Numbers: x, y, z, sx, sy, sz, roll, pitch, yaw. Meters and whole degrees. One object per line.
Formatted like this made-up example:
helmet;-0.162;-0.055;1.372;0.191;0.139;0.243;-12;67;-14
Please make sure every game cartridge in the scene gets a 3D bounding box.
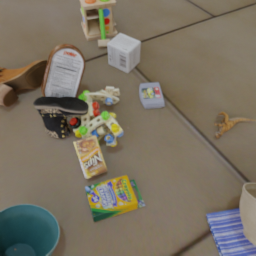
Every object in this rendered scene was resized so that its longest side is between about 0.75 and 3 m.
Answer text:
game cartridge;0.878;-1.279;10.916;0.868;0.267;1.304;-8;50;-1

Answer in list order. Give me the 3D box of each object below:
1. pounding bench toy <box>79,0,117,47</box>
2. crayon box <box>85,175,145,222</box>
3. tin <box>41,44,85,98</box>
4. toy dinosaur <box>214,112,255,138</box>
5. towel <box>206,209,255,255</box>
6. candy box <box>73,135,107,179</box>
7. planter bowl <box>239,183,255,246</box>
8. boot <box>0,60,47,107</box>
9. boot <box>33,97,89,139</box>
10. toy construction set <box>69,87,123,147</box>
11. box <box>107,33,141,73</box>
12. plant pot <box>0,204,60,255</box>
pounding bench toy;-1.325;-5.177;13.062;1.519;1.907;2.445;-13;51;-11
crayon box;-0.376;1.973;8.054;1.538;0.397;0.967;-14;50;-14
tin;-2.313;-1.811;10.061;1.302;2.325;0.487;10;19;-27
toy dinosaur;3.583;-0.189;9.947;1.713;0.518;0.910;-29;81;-17
towel;3.025;3.058;7.296;1.438;0.237;1.986;-8;50;-7
candy box;-1.159;0.882;8.584;0.678;0.325;1.175;-19;91;-21
planter bowl;3.552;2.295;6.922;1.767;1.189;1.767;15;13;-3
boot;-4.707;-2.064;11.200;2.141;1.058;2.758;24;61;23
boot;-2.111;-0.308;9.281;1.842;1.387;0.674;4;42;9
toy construction set;-1.042;-0.519;9.599;1.814;1.274;2.766;-19;40;15
box;-0.172;-3.174;11.880;1.119;1.113;0.958;30;59;20
plant pot;-2.580;2.839;6.775;1.625;1.094;1.625;16;30;-9
